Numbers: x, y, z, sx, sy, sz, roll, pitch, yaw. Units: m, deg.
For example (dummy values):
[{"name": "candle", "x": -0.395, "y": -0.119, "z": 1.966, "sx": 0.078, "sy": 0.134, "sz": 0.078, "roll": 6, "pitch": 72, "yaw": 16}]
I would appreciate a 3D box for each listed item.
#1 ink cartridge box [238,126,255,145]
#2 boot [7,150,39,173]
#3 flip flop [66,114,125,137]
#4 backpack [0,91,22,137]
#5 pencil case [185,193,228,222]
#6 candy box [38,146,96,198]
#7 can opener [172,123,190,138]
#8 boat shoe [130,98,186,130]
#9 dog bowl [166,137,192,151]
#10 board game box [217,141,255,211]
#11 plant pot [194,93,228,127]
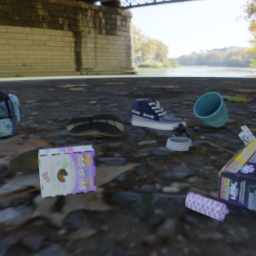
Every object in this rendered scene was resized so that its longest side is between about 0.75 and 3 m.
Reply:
[{"name": "ink cartridge box", "x": 4.137, "y": 0.324, "z": 9.720, "sx": 0.440, "sy": 0.759, "sz": 0.257, "roll": -13, "pitch": -25, "yaw": -45}, {"name": "boot", "x": -2.346, "y": 0.929, "z": 7.582, "sx": 1.592, "sy": 0.595, "sz": 0.772, "roll": -11, "pitch": 15, "yaw": -42}, {"name": "flip flop", "x": -1.259, "y": 0.013, "z": 10.952, "sx": 2.290, "sy": 0.929, "sz": 0.659, "roll": -4, "pitch": -28, "yaw": 3}, {"name": "backpack", "x": -4.953, "y": -0.530, "z": 11.046, "sx": 1.266, "sy": 1.723, "sz": 1.577, "roll": -10, "pitch": 19, "yaw": -37}, {"name": "pencil case", "x": 1.559, "y": 1.554, "z": 5.599, "sx": 0.829, "sy": 0.348, "sz": 0.354, "roll": 14, "pitch": 12, "yaw": 43}, {"name": "candy box", "x": -1.389, "y": 0.989, "z": 6.437, "sx": 1.224, "sy": 1.026, "sz": 0.438, "roll": -4, "pitch": 14, "yaw": -16}, {"name": "can opener", "x": 1.841, "y": 0.164, "z": 10.380, "sx": 0.504, "sy": 0.625, "sz": 1.589, "roll": -36, "pitch": -1, "yaw": -3}, {"name": "boat shoe", "x": 1.281, "y": -0.659, "z": 12.526, "sx": 2.647, "sy": 1.227, "sz": 0.988, "roll": 7, "pitch": 16, "yaw": 27}, {"name": "dog bowl", "x": 1.787, "y": 0.539, "z": 9.783, "sx": 0.907, "sy": 0.266, "sz": 0.907, "roll": -1, "pitch": 14, "yaw": 0}, {"name": "board game box", "x": 3.601, "y": 1.135, "z": 6.437, "sx": 2.226, "sy": 0.763, "sz": 2.693, "roll": 8, "pitch": 17, "yaw": 36}, {"name": "plant pot", "x": 3.746, "y": -0.673, "z": 12.291, "sx": 1.287, "sy": 1.287, "sz": 1.209, "roll": 18, "pitch": -17, "yaw": 50}]
